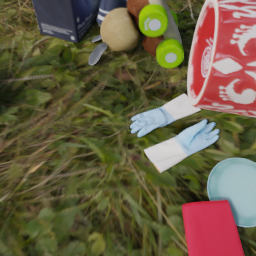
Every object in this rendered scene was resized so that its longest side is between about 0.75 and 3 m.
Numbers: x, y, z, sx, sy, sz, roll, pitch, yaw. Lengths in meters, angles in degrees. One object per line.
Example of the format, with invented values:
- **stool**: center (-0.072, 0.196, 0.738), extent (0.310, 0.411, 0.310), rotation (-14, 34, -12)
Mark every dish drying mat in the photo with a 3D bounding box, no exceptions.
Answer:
- **dish drying mat**: center (1.669, 2.647, 5.136), extent (1.012, 0.240, 2.635), rotation (-4, 54, 2)

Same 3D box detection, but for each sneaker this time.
- **sneaker**: center (-0.189, -4.131, 9.999), extent (0.905, 1.401, 2.582), rotation (30, 28, 24)

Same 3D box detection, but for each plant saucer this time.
- **plant saucer**: center (2.296, 1.279, 5.681), extent (0.247, 1.374, 1.374), rotation (-2, 43, -47)

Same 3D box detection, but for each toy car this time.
- **toy car**: center (0.045, -2.841, 8.656), extent (2.821, 2.226, 2.318), rotation (-19, 44, 22)

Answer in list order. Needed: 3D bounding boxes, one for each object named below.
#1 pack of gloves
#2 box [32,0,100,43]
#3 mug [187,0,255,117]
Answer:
- **pack of gloves**: center (1.182, -0.068, 7.103), extent (2.057, 0.406, 1.728), rotation (-25, 58, -18)
- **box**: center (-1.884, -4.747, 9.272), extent (1.609, 2.591, 2.612), rotation (18, 55, 13)
- **mug**: center (2.451, -0.882, 4.322), extent (2.902, 2.576, 1.936), rotation (6, 88, 0)
